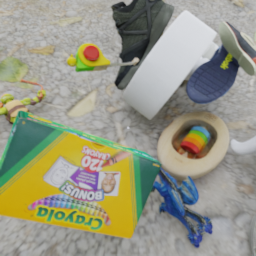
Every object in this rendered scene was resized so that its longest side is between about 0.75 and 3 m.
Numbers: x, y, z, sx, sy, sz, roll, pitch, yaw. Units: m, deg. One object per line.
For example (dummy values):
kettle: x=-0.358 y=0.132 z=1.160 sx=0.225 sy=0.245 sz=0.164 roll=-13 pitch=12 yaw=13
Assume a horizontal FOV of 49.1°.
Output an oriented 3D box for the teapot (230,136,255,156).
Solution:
teapot: x=3.939 y=1.159 z=5.628 sx=2.932 sy=2.169 sz=2.971 roll=42 pitch=14 yaw=-5

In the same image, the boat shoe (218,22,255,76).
boat shoe: x=2.617 y=-1.866 z=6.390 sx=0.469 sy=0.533 sz=1.498 roll=-27 pitch=72 yaw=-6

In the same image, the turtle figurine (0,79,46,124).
turtle figurine: x=-3.194 y=-0.349 z=7.907 sx=2.437 sy=0.785 sz=1.966 roll=-25 pitch=60 yaw=-39

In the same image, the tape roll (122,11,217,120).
tape roll: x=1.062 y=-1.630 z=7.552 sx=1.007 sy=2.880 sz=2.880 roll=37 pitch=54 yaw=1

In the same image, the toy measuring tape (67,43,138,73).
toy measuring tape: x=-0.570 y=-1.592 z=6.197 sx=1.639 sy=0.603 sz=0.603 roll=-12 pitch=48 yaw=-24

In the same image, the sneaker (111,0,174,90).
sneaker: x=0.000 y=-2.375 z=7.637 sx=1.490 sy=2.601 sz=0.994 roll=28 pitch=24 yaw=-3

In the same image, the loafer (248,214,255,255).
loafer: x=2.725 y=2.439 z=5.445 sx=0.634 sy=0.633 sz=1.813 roll=10 pitch=48 yaw=9

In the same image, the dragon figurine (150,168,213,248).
dragon figurine: x=1.006 y=1.386 z=5.806 sx=0.662 sy=2.249 sz=1.118 roll=-31 pitch=17 yaw=-29

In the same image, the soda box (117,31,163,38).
soda box: x=0.472 y=-4.002 z=11.432 sx=1.892 sy=0.606 sz=0.641 roll=27 pitch=53 yaw=22

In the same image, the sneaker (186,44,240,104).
sneaker: x=2.178 y=-1.265 z=7.086 sx=0.912 sy=1.014 sz=2.467 roll=41 pitch=57 yaw=8

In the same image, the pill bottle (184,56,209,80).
pill bottle: x=1.860 y=-2.240 z=9.514 sx=1.018 sy=1.018 sz=1.758 roll=-36 pitch=57 yaw=-28

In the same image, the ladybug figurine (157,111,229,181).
ladybug figurine: x=1.647 y=0.468 z=7.121 sx=1.579 sy=0.837 sz=2.326 roll=32 pitch=55 yaw=25

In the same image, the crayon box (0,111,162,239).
crayon box: x=-0.849 y=0.844 z=4.728 sx=2.509 sy=1.490 sz=0.731 roll=20 pitch=4 yaw=-24

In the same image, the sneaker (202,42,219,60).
sneaker: x=2.403 y=-2.951 z=9.753 sx=0.821 sy=0.778 sz=2.033 roll=6 pitch=43 yaw=-46
